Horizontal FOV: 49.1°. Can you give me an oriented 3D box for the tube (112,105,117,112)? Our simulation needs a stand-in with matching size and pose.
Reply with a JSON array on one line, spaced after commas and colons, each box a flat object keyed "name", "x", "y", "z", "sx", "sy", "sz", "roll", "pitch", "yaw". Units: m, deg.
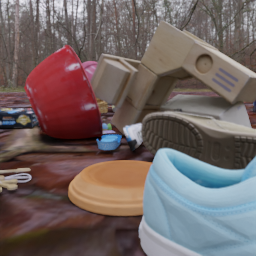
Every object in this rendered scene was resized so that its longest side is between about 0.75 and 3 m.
[{"name": "tube", "x": -0.522, "y": -1.426, "z": 13.196, "sx": 0.474, "sy": 0.424, "sz": 1.632, "roll": -7, "pitch": 47, "yaw": 2}]

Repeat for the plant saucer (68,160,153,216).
[{"name": "plant saucer", "x": -0.041, "y": 0.664, "z": 3.470, "sx": 1.381, "sy": 0.258, "sz": 1.381, "roll": 0, "pitch": 8, "yaw": 0}]

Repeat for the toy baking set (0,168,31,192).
[{"name": "toy baking set", "x": -1.726, "y": 0.713, "z": 3.689, "sx": 0.751, "sy": 0.114, "sz": 0.979, "roll": 3, "pitch": 9, "yaw": 3}]

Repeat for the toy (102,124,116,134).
[{"name": "toy", "x": -1.014, "y": -0.032, "z": 6.971, "sx": 1.252, "sy": 0.296, "sz": 0.721, "roll": 0, "pitch": 12, "yaw": -28}]

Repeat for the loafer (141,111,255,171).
[{"name": "loafer", "x": 1.259, "y": 0.247, "z": 4.511, "sx": 2.247, "sy": 0.850, "sz": 0.767, "roll": 16, "pitch": 15, "yaw": 29}]

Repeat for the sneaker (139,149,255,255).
[{"name": "sneaker", "x": 1.076, "y": 0.592, "z": 1.684, "sx": 2.328, "sy": 0.954, "sz": 0.860, "roll": 5, "pitch": 11, "yaw": 30}]

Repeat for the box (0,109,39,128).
[{"name": "box", "x": -3.658, "y": -0.334, "z": 9.037, "sx": 1.516, "sy": 0.439, "sz": 1.907, "roll": -1, "pitch": 8, "yaw": -6}]

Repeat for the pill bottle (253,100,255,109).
[{"name": "pill bottle", "x": 3.351, "y": -0.501, "z": 6.589, "sx": 0.650, "sy": 1.162, "sz": 0.650, "roll": -7, "pitch": -21, "yaw": -3}]

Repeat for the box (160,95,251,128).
[{"name": "box", "x": 1.705, "y": -0.223, "z": 6.542, "sx": 0.725, "sy": 0.872, "sz": 2.122, "roll": -33, "pitch": 20, "yaw": -19}]

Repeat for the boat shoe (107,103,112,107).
[{"name": "boat shoe", "x": -0.993, "y": -1.514, "z": 16.349, "sx": 1.628, "sy": 0.509, "sz": 0.579, "roll": 10, "pitch": 11, "yaw": 40}]

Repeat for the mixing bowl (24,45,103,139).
[{"name": "mixing bowl", "x": -1.621, "y": -0.646, "z": 6.566, "sx": 1.246, "sy": 2.301, "sz": 2.301, "roll": -22, "pitch": 16, "yaw": -17}]

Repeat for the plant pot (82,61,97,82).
[{"name": "plant pot", "x": -2.281, "y": -3.260, "z": 20.883, "sx": 2.969, "sy": 2.969, "sz": 2.657, "roll": -7, "pitch": 26, "yaw": -37}]

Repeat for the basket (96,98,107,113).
[{"name": "basket", "x": -1.678, "y": -1.199, "z": 12.492, "sx": 1.475, "sy": 1.099, "sz": 1.053, "roll": -4, "pitch": 10, "yaw": -30}]

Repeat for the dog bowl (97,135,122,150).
[{"name": "dog bowl", "x": -0.390, "y": 0.300, "z": 5.939, "sx": 0.439, "sy": 0.195, "sz": 0.788, "roll": 2, "pitch": 9, "yaw": 11}]

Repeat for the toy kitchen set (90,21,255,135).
[{"name": "toy kitchen set", "x": 0.787, "y": -0.574, "z": 6.041, "sx": 2.231, "sy": 2.735, "sz": 2.467, "roll": -3, "pitch": 40, "yaw": -47}]

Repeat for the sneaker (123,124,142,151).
[{"name": "sneaker", "x": 0.207, "y": 0.102, "z": 5.706, "sx": 0.522, "sy": 0.451, "sz": 1.204, "roll": -18, "pitch": 11, "yaw": 5}]

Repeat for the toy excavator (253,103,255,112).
[{"name": "toy excavator", "x": 7.039, "y": -1.166, "z": 13.207, "sx": 1.948, "sy": 1.001, "sz": 2.003, "roll": 7, "pitch": 3, "yaw": 33}]
